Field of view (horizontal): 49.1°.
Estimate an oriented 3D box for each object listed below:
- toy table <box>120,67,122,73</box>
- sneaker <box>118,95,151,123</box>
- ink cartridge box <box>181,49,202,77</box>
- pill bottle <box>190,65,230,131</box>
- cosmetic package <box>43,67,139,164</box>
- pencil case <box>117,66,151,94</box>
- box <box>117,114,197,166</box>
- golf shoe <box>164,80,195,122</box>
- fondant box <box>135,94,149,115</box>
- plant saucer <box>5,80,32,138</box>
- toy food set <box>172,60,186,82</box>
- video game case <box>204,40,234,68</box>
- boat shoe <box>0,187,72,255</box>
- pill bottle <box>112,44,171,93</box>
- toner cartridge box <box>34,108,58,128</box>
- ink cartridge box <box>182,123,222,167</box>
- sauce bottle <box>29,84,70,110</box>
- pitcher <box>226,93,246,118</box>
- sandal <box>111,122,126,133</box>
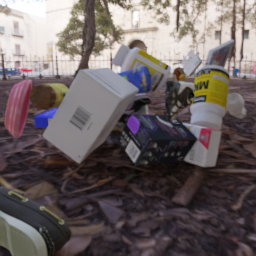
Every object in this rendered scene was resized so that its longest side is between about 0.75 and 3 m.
[{"bbox_3d":[-0.688,-2.315,15.904,1.512,2.583,2.374,-5,6,12],"label":"toy table"},{"bbox_3d":[-0.002,-0.718,12.700,2.291,0.989,0.920,-20,-7,7],"label":"sneaker"},{"bbox_3d":[2.375,-2.446,10.526,0.171,0.681,0.784,-5,-29,-29],"label":"ink cartridge box"},{"bbox_3d":[3.017,-1.053,10.418,1.289,2.256,1.289,12,-20,4],"label":"pill bottle"},{"bbox_3d":[-1.210,-0.597,9.952,1.639,2.658,2.666,36,19,4],"label":"cosmetic package"},{"bbox_3d":[-0.380,-1.683,11.693,2.820,1.225,1.100,-13,-19,14],"label":"pencil case"},{"bbox_3d":[0.895,0.356,8.595,1.991,1.056,1.217,2,38,-37],"label":"box"},{"bbox_3d":[1.371,-0.649,7.422,0.783,0.644,1.658,-6,-23,2],"label":"golf shoe"},{"bbox_3d":[0.716,-0.838,13.651,0.459,1.137,1.576,-10,44,10],"label":"fondant box"},{"bbox_3d":[-3.754,-0.681,9.565,0.514,2.030,2.030,12,11,-14],"label":"plant saucer"},{"bbox_3d":[2.027,-2.049,11.266,0.245,1.221,0.843,-18,11,-27],"label":"toy food set"},{"bbox_3d":[3.792,-2.746,12.107,0.223,1.771,1.943,35,48,28],"label":"video game case"},{"bbox_3d":[-2.205,1.667,5.304,2.628,0.937,0.791,19,23,33],"label":"boat shoe"},{"bbox_3d":[0.595,-2.855,13.163,2.582,1.437,1.437,30,14,-4],"label":"pill bottle"},{"bbox_3d":[-3.851,-0.567,15.123,1.271,0.577,2.675,3,14,8],"label":"toner cartridge box"},{"bbox_3d":[2.124,0.510,9.261,0.697,1.201,1.627,3,9,-40],"label":"ink cartridge box"},{"bbox_3d":[-2.426,-1.147,9.760,0.863,0.863,2.613,3,11,12],"label":"sauce bottle"},{"bbox_3d":[4.623,-1.015,12.536,1.146,0.810,1.336,16,-14,35],"label":"pitcher"},{"bbox_3d":[-0.441,-0.191,13.175,0.927,0.623,2.309,-17,15,-35],"label":"sandal"}]
